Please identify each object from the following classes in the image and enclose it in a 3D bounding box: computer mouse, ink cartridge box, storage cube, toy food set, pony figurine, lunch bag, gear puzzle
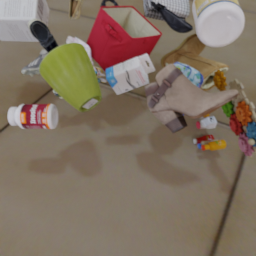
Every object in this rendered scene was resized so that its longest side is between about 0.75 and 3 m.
[{"bbox_3d":[1.460,-3.680,9.551,1.627,0.429,1.126,40,28,10],"label":"computer mouse"},{"bbox_3d":[0.095,-1.562,8.239,1.326,0.768,0.442,-18,51,17],"label":"ink cartridge box"},{"bbox_3d":[-0.190,-2.924,9.553,1.611,1.695,1.885,48,42,15],"label":"storage cube"},{"bbox_3d":[2.758,0.167,10.181,0.817,0.867,1.815,-9,54,-8],"label":"toy food set"},{"bbox_3d":[-1.446,-2.115,9.740,1.789,1.543,1.853,24,11,5],"label":"pony figurine"},{"bbox_3d":[1.540,-1.186,8.757,0.666,1.616,1.299,19,15,-27],"label":"lunch bag"},{"bbox_3d":[2.954,-0.562,7.885,0.356,1.410,2.722,-14,64,-5],"label":"gear puzzle"}]

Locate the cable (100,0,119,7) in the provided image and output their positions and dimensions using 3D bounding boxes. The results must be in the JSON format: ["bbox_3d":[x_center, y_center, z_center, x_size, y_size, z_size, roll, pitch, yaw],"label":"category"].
[{"bbox_3d":[-0.700,-4.562,10.883,0.830,1.017,0.258,-36,16,-13],"label":"cable"}]

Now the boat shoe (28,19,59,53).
[{"bbox_3d":[-2.523,-2.732,8.594,0.535,1.435,0.447,-40,58,-6],"label":"boat shoe"}]

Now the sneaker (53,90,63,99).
[{"bbox_3d":[-2.177,-1.568,9.790,0.400,0.535,1.192,42,97,24],"label":"sneaker"}]

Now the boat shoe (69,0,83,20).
[{"bbox_3d":[-1.647,-3.917,8.769,0.377,1.027,0.322,22,32,17],"label":"boat shoe"}]

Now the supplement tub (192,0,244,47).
[{"bbox_3d":[3.007,-3.923,9.594,1.514,1.514,2.093,3,48,3],"label":"supplement tub"}]

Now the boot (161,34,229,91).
[{"bbox_3d":[2.616,-2.379,9.955,2.174,0.821,2.483,-39,38,-6],"label":"boot"}]

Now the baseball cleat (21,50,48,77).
[{"bbox_3d":[-3.573,-2.627,11.258,1.594,0.556,0.849,-12,73,15],"label":"baseball cleat"}]

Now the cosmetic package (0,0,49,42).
[{"bbox_3d":[-3.808,-3.971,9.760,1.706,1.408,1.406,1,78,0],"label":"cosmetic package"}]

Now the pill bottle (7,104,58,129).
[{"bbox_3d":[-2.647,-0.315,7.819,1.236,0.698,0.698,0,44,5],"label":"pill bottle"}]

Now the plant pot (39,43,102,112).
[{"bbox_3d":[-1.330,-1.184,7.265,1.360,1.360,1.454,-28,74,-25],"label":"plant pot"}]

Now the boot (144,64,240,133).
[{"bbox_3d":[1.434,-0.921,7.091,0.760,2.164,1.582,-6,67,-63],"label":"boot"}]

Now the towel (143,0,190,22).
[{"bbox_3d":[1.418,-5.002,10.962,1.651,0.853,1.994,5,60,-16],"label":"towel"}]
